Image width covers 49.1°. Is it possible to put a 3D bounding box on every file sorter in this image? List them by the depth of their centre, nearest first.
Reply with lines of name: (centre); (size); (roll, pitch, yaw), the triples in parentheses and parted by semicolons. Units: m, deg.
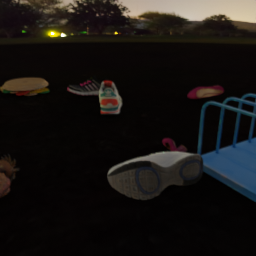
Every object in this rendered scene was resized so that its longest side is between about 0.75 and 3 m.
file sorter: (3.364, 0.180, 6.682); (2.895, 1.776, 2.009); (-12, 25, -29)

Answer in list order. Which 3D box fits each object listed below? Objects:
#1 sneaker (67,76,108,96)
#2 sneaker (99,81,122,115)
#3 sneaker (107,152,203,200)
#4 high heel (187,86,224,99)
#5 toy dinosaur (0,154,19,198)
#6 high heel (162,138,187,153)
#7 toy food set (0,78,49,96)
sneaker: (-1.833, -2.053, 13.414); (2.116, 0.926, 0.781); (-2, 16, -17)
sneaker: (-0.717, -1.397, 11.506); (0.904, 1.200, 2.567); (0, 21, -1)
sneaker: (0.558, 0.973, 6.234); (2.268, 0.845, 0.988); (-3, 10, -27)
high heel: (3.482, -1.550, 12.630); (1.563, 0.526, 0.750); (-8, 19, 8)
toy dinosaur: (-2.732, 1.120, 5.760); (1.207, 0.764, 1.781); (-6, 26, -32)
high heel: (1.123, 0.584, 7.703); (0.496, 0.348, 1.031); (-36, 22, -16)
toy food set: (-5.199, -2.075, 14.175); (2.270, 0.552, 2.247); (-13, 25, -31)
